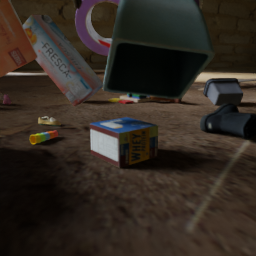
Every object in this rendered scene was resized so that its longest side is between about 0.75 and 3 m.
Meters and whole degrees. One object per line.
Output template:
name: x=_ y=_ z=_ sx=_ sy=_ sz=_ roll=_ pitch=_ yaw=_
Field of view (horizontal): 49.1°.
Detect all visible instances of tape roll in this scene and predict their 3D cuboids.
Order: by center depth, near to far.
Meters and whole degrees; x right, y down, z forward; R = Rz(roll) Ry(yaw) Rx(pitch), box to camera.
tape roll: x=-0.715 y=-3.919 z=10.350 sx=2.333 sy=2.333 sz=0.765 roll=1 pitch=36 yaw=5

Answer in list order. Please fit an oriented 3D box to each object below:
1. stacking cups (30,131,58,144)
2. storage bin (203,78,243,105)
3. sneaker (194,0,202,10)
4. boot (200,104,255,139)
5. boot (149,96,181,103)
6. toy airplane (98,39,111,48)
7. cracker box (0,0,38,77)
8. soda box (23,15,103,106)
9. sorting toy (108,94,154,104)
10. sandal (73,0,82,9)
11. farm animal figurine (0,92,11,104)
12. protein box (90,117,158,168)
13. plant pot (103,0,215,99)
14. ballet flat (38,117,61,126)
stacking cups: x=-2.076 y=0.227 z=6.991 sx=0.236 sy=0.236 sz=0.780 roll=8 pitch=12 yaw=28
storage bin: x=4.229 y=-1.476 z=12.357 sx=1.503 sy=1.094 sz=1.009 roll=-2 pitch=42 yaw=-8
sneaker: x=1.907 y=-4.292 z=8.723 sx=0.636 sy=1.524 sz=0.614 roll=-1 pitch=-10 yaw=-41
boot: x=3.021 y=-0.202 z=7.649 sx=1.701 sy=0.650 sz=1.430 roll=-20 pitch=20 yaw=-38
boot: x=1.682 y=-1.404 z=12.685 sx=1.312 sy=0.449 sz=1.235 roll=2 pitch=13 yaw=-9
toy airplane: x=-0.009 y=-2.148 z=8.414 sx=1.954 sy=0.359 sz=1.954 roll=20 pitch=14 yaw=-5
cracker box: x=-2.510 y=-2.314 z=4.231 sx=0.773 sy=1.795 sz=2.680 roll=-31 pitch=66 yaw=-12
soda box: x=-1.386 y=-1.401 z=5.836 sx=0.603 sy=1.896 sz=0.648 roll=-36 pitch=6 yaw=24
sorting toy: x=0.488 y=-1.623 z=13.658 sx=2.961 sy=0.501 sz=1.427 roll=-11 pitch=18 yaw=-35
sandal: x=-1.417 y=-3.616 z=7.334 sx=0.268 sy=0.981 sz=0.401 roll=19 pitch=56 yaw=14
farm animal figurine: x=-5.932 y=-1.484 z=11.831 sx=1.352 sy=0.842 sz=1.674 roll=2 pitch=0 yaw=25
protein box: x=-0.092 y=0.249 z=5.837 sx=1.016 sy=0.690 sz=1.023 roll=-11 pitch=18 yaw=-37
plant pot: x=0.412 y=-1.565 z=4.824 sx=1.502 sy=1.529 sz=1.497 roll=5 pitch=-21 yaw=-10
ballet flat: x=-2.420 y=-0.214 z=8.593 sx=0.779 sy=0.246 sz=0.268 roll=5 pitch=15 yaw=16
